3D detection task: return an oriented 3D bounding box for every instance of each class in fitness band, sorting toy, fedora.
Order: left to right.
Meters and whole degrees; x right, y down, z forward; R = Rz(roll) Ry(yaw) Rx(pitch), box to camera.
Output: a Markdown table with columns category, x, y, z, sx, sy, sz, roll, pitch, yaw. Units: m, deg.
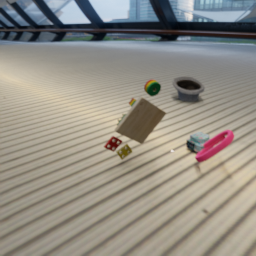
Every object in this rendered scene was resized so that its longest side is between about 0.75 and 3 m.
| category | x | y | z | sx | sy | sz | roll | pitch | yaw |
| --- | --- | --- | --- | --- | --- | --- | --- | --- | --- |
| sorting toy | 0.282 | -0.217 | 9.002 | 1.332 | 2.762 | 0.467 | 26 | 16 | -43 |
| fedora | 3.393 | -2.119 | 15.995 | 1.749 | 0.893 | 1.977 | -11 | 35 | -17 |
| fitness band | 2.682 | 0.569 | 8.771 | 0.264 | 1.408 | 1.011 | 49 | 24 | -1 |

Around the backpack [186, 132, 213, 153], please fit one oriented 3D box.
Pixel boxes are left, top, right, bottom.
| category | x | y | z | sx | sy | sz | roll | pitch | yaw |
| --- | --- | --- | --- | --- | --- | --- | --- | --- | --- |
| backpack | 2.620 | 0.559 | 10.049 | 0.779 | 0.661 | 0.877 | -16 | 33 | -32 |
